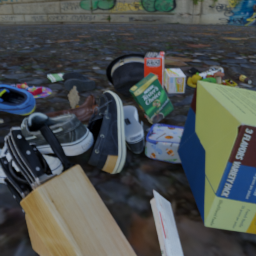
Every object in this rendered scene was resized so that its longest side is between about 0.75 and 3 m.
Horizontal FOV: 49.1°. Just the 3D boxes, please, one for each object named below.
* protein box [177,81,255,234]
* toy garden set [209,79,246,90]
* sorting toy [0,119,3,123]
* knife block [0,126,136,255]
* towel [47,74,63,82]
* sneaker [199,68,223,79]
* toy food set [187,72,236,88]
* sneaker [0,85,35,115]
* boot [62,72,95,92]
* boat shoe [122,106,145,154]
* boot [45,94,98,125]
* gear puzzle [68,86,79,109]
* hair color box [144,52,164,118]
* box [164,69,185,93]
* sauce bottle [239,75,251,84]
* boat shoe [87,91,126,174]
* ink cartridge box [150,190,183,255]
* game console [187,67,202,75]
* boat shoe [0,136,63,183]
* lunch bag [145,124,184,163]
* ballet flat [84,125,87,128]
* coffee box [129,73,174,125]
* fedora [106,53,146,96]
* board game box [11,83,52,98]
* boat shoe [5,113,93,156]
[{"bbox_3d":[2.670,0.493,5.375,2.702,1.823,2.682,10,22,-4],"label":"protein box"},{"bbox_3d":[4.343,-1.664,12.167,1.636,0.392,1.963,-10,30,-17],"label":"toy garden set"},{"bbox_3d":[-4.976,-0.352,9.415,1.050,0.365,1.043,17,24,33],"label":"sorting toy"},{"bbox_3d":[-0.949,1.125,4.249,2.505,2.199,0.802,19,33,35],"label":"knife block"},{"bbox_3d":[-3.440,-2.666,14.756,1.410,0.165,1.075,-11,28,-25],"label":"towel"},{"bbox_3d":[4.222,-2.804,14.550,1.627,0.590,0.585,-12,29,-22],"label":"sneaker"},{"bbox_3d":[3.980,-2.397,13.507,2.177,0.711,1.281,-2,25,-4],"label":"toy food set"},{"bbox_3d":[-4.589,-1.116,9.288,2.936,0.968,1.151,9,-14,-5],"label":"sneaker"},{"bbox_3d":[-2.658,-2.264,13.263,1.550,0.617,1.880,-4,28,-39],"label":"boot"},{"bbox_3d":[0.073,0.011,8.234,0.789,0.730,2.136,-19,29,-7],"label":"boat shoe"},{"bbox_3d":[-2.206,-0.447,9.439,2.420,0.777,2.255,-14,17,-10],"label":"boot"},{"bbox_3d":[-1.984,-1.028,10.614,0.153,0.604,1.167,14,39,-40],"label":"gear puzzle"},{"bbox_3d":[0.937,-1.521,9.948,0.652,2.128,1.080,2,26,9],"label":"hair color box"},{"bbox_3d":[2.129,-2.187,12.959,0.723,0.803,1.427,-1,26,-1],"label":"box"},{"bbox_3d":[5.882,-2.411,14.042,0.287,0.287,0.871,-3,23,-6],"label":"sauce bottle"},{"bbox_3d":[-0.663,-0.055,7.454,0.885,1.061,2.844,10,43,-17],"label":"boat shoe"},{"bbox_3d":[0.511,1.534,4.236,0.301,1.200,0.966,-19,62,14],"label":"ink cartridge box"},{"bbox_3d":[3.795,-3.139,15.852,0.667,0.441,0.758,-31,26,5],"label":"game console"},{"bbox_3d":[-2.731,0.691,6.601,2.305,0.983,0.852,0,25,0],"label":"boat shoe"},{"bbox_3d":[1.344,0.374,7.684,1.792,0.677,1.436,9,25,16],"label":"lunch bag"},{"bbox_3d":[-1.470,0.377,7.982,0.448,0.474,1.408,27,39,21],"label":"ballet flat"},{"bbox_3d":[0.787,-0.899,9.068,0.945,1.536,0.338,-39,35,-6],"label":"coffee box"},{"bbox_3d":[0.159,-2.069,11.904,2.288,2.288,1.045,1,56,1],"label":"fedora"},{"bbox_3d":[-4.437,-1.698,12.408,2.005,0.390,1.584,-11,27,-21],"label":"board game box"},{"bbox_3d":[-2.189,0.063,7.185,2.942,1.043,1.060,-5,30,31],"label":"boat shoe"}]
